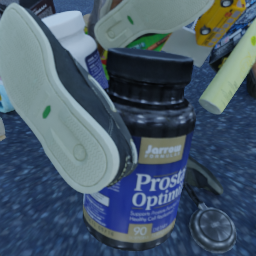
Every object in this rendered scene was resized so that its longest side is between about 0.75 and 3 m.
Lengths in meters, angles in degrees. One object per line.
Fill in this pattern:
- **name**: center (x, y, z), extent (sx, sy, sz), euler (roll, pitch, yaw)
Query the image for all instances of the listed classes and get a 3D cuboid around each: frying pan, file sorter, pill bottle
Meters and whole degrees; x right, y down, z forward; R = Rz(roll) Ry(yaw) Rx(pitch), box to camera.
- **frying pan**: center (1.725, 1.776, 5.830), extent (0.942, 0.254, 1.558), euler (4, 48, -2)
- **file sorter**: center (1.764, -2.690, 8.241), extent (1.447, 1.004, 0.901), euler (24, 58, 0)
- **pill bottle**: center (-1.193, -1.234, 6.115), extent (1.306, 2.256, 1.306), euler (-10, 34, 7)
- **pill bottle**: center (0.138, 0.259, 4.026), extent (1.463, 2.616, 1.463), euler (6, 21, -2)

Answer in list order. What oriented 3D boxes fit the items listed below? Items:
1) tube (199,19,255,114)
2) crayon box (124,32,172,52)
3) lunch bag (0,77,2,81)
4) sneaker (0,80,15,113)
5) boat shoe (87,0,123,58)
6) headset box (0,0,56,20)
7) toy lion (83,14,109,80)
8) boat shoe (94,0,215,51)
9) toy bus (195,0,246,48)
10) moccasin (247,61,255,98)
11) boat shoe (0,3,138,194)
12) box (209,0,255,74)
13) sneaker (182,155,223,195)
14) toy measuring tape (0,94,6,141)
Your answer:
- **tube**: center (2.583, -1.436, 6.682), extent (0.615, 0.687, 2.368), euler (35, 83, 5)
- **crayon box**: center (0.477, -2.733, 6.993), extent (0.755, 1.540, 2.593), euler (22, 39, -17)
- **lunch bag**: center (-4.598, -1.710, 10.856), extent (1.036, 0.482, 1.176), euler (13, 37, 18)
- **sneaker**: center (-4.954, -1.195, 9.666), extent (2.707, 1.001, 1.109), euler (13, 32, 18)
- **boat shoe**: center (-0.428, -2.427, 6.524), extent (0.852, 2.373, 0.899), euler (-4, 69, -19)
- **headset box**: center (-2.743, -2.477, 7.262), extent (2.015, 2.707, 1.045), euler (34, 68, 16)
- **toy lion**: center (-0.459, -2.366, 8.705), extent (2.591, 0.890, 2.484), euler (16, 46, 0)
- **boat shoe**: center (0.438, -2.124, 5.014), extent (2.532, 0.909, 0.856), euler (-6, 32, 47)
- **toy bus**: center (2.058, -2.547, 6.320), extent (0.650, 1.660, 0.540), euler (6, 68, -13)
- **moccasin**: center (5.183, -1.921, 10.803), extent (1.111, 1.053, 2.878), euler (4, 25, 21)
- **boat shoe**: center (-0.724, -0.381, 3.073), extent (2.313, 0.831, 0.782), euler (54, 29, 15)
- **box**: center (3.681, -2.954, 7.949), extent (0.651, 2.830, 2.250), euler (39, 45, -21)
- **sneaker**: center (1.479, 1.220, 6.638), extent (1.483, 0.850, 0.567), euler (35, 17, -1)
- **toy measuring tape**: center (-2.943, -0.752, 5.296), extent (1.078, 2.930, 1.078), euler (6, 56, -10)
